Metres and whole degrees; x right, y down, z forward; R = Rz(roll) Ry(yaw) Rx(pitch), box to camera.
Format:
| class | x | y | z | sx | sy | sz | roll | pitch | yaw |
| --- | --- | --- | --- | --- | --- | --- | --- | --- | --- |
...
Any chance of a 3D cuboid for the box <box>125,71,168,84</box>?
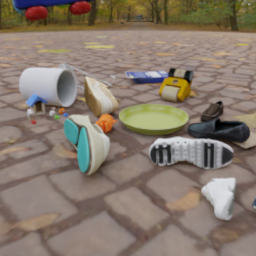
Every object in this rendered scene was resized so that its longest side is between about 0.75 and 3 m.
| class | x | y | z | sx | sy | sz | roll | pitch | yaw |
| --- | --- | --- | --- | --- | --- | --- | --- | --- | --- |
| box | 1.064 | -2.764 | 15.303 | 2.331 | 0.378 | 1.412 | -2 | 23 | -8 |

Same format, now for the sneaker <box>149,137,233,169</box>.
| class | x | y | z | sx | sy | sz | roll | pitch | yaw |
| --- | --- | --- | --- | --- | --- | --- | --- | --- | --- |
| sneaker | 1.632 | 0.564 | 7.337 | 2.117 | 0.795 | 0.858 | 4 | 16 | 8 |

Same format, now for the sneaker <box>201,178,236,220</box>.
| class | x | y | z | sx | sy | sz | roll | pitch | yaw |
| --- | --- | --- | --- | --- | --- | --- | --- | --- | --- |
| sneaker | 1.813 | 1.428 | 5.720 | 0.659 | 0.517 | 1.327 | 3 | 14 | 24 |

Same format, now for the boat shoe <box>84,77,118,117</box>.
| class | x | y | z | sx | sy | sz | roll | pitch | yaw |
| --- | --- | --- | --- | --- | --- | --- | --- | --- | --- |
| boat shoe | -1.137 | -1.289 | 11.287 | 0.976 | 1.040 | 2.821 | -6 | 33 | -19 |

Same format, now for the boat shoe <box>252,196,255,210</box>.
| class | x | y | z | sx | sy | sz | roll | pitch | yaw |
| --- | --- | --- | --- | --- | --- | --- | --- | --- | --- |
| boat shoe | 2.795 | 1.700 | 5.049 | 0.497 | 0.410 | 1.326 | 4 | 26 | -34 |

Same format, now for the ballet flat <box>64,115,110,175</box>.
| class | x | y | z | sx | sy | sz | roll | pitch | yaw |
| --- | --- | --- | --- | --- | --- | --- | --- | --- | --- |
| ballet flat | -1.019 | 0.327 | 7.627 | 1.040 | 1.040 | 2.995 | -9 | 25 | -19 |

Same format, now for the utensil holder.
| class | x | y | z | sx | sy | sz | roll | pitch | yaw |
| --- | --- | --- | --- | --- | --- | --- | --- | --- | --- |
| utensil holder | -3.256 | -1.704 | 11.478 | 1.815 | 1.542 | 1.542 | 8 | 25 | 21 |

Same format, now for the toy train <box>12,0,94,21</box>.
| class | x | y | z | sx | sy | sz | roll | pitch | yaw |
| --- | --- | --- | --- | --- | --- | --- | --- | --- | --- |
| toy train | -1.355 | -3.229 | 6.647 | 2.769 | 1.172 | 1.602 | -17 | 18 | -22 |

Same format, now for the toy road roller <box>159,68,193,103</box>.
| class | x | y | z | sx | sy | sz | roll | pitch | yaw |
| --- | --- | --- | --- | --- | --- | --- | --- | --- | --- |
| toy road roller | 2.236 | -1.721 | 12.440 | 1.068 | 1.268 | 1.738 | 16 | 65 | 31 |

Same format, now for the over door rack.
| class | x | y | z | sx | sy | sz | roll | pitch | yaw |
| --- | --- | --- | --- | --- | --- | --- | --- | --- | --- |
| over door rack | -2.284 | -2.129 | 13.367 | 2.948 | 0.982 | 2.178 | 15 | 26 | 0 |

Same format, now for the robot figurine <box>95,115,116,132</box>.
| class | x | y | z | sx | sy | sz | roll | pitch | yaw |
| --- | --- | --- | --- | --- | --- | --- | --- | --- | --- |
| robot figurine | -0.735 | -0.157 | 9.256 | 0.591 | 0.479 | 0.822 | -41 | 16 | 18 |

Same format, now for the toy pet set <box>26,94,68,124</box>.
| class | x | y | z | sx | sy | sz | roll | pitch | yaw |
| --- | --- | --- | --- | --- | --- | --- | --- | --- | --- |
| toy pet set | -3.143 | -0.803 | 10.396 | 1.380 | 0.733 | 1.288 | -16 | 28 | -33 |

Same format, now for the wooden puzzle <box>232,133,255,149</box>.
| class | x | y | z | sx | sy | sz | roll | pitch | yaw |
| --- | --- | --- | --- | --- | --- | --- | --- | --- | --- |
| wooden puzzle | 3.479 | 0.335 | 8.493 | 1.219 | 0.211 | 1.807 | -5 | 24 | -21 |

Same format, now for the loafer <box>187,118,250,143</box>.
| class | x | y | z | sx | sy | sz | roll | pitch | yaw |
| --- | --- | --- | --- | --- | --- | --- | --- | --- | --- |
| loafer | 2.614 | -0.002 | 8.309 | 1.902 | 0.668 | 0.646 | 5 | 45 | 42 |

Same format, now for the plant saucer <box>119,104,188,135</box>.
| class | x | y | z | sx | sy | sz | roll | pitch | yaw |
| --- | --- | --- | --- | --- | --- | --- | --- | --- | --- |
| plant saucer | 0.864 | -0.274 | 9.653 | 2.362 | 0.367 | 2.362 | 0 | 24 | 0 |

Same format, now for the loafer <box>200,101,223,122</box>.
| class | x | y | z | sx | sy | sz | roll | pitch | yaw |
| --- | --- | --- | --- | --- | --- | --- | --- | --- | --- |
| loafer | 3.062 | -0.635 | 10.230 | 0.566 | 0.553 | 1.551 | 15 | 28 | 30 |
